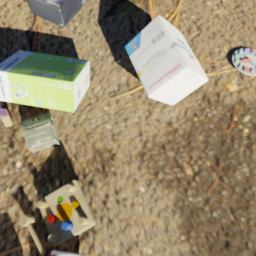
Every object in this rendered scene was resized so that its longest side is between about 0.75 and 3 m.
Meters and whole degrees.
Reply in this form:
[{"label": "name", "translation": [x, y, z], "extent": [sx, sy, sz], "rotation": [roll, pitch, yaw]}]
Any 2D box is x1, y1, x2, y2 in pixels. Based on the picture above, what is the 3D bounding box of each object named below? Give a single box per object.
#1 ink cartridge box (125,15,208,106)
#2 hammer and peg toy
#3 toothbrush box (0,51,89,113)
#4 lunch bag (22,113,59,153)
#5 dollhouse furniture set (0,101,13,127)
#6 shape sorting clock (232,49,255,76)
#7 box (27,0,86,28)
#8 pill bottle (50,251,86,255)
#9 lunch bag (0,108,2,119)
[{"label": "ink cartridge box", "translation": [1.341, -2.299, 9.971], "extent": [1.704, 1.696, 2.322], "rotation": [-36, 63, 29]}, {"label": "hammer and peg toy", "translation": [-2.115, 2.722, 8.418], "extent": [2.074, 0.731, 1.525], "rotation": [-32, 69, 7]}, {"label": "toothbrush box", "translation": [-2.936, -1.711, 9.885], "extent": [2.757, 1.187, 2.008], "rotation": [10, 35, 3]}, {"label": "lunch bag", "translation": [-3.039, 0.098, 9.688], "extent": [1.005, 0.720, 1.225], "rotation": [-18, 71, -6]}, {"label": "dollhouse furniture set", "translation": [-4.540, -0.518, 9.942], "extent": [0.756, 0.954, 0.677], "rotation": [-9, 51, -7]}, {"label": "shape sorting clock", "translation": [4.909, -2.678, 11.285], "extent": [1.412, 0.277, 1.412], "rotation": [0, 65, 0]}, {"label": "box", "translation": [-3.095, -5.627, 12.221], "extent": [1.816, 1.119, 1.801], "rotation": [27, 69, 12]}, {"label": "pill bottle", "translation": [-1.766, 4.376, 7.530], "extent": [1.052, 1.052, 1.875], "rotation": [6, 65, 3]}, {"label": "lunch bag", "translation": [-5.967, -0.285, 9.730], "extent": [2.860, 1.345, 2.153], "rotation": [26, 64, 2]}]
